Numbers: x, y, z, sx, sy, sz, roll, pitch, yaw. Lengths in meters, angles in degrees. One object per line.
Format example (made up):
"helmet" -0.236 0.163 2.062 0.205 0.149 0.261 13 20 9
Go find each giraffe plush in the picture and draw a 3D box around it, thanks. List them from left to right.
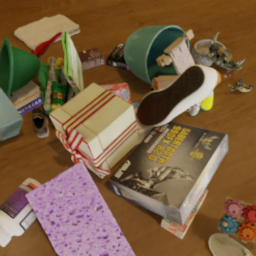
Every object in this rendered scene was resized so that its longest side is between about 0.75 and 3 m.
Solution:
"giraffe plush" -3.037 -2.290 11.356 1.026 0.885 0.832 -9 56 3

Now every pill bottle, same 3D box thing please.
"pill bottle" -2.844 2.181 7.249 0.899 0.899 1.613 25 53 21

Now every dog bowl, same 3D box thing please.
"dog bowl" 3.607 -3.395 12.518 1.558 0.457 1.558 0 48 0

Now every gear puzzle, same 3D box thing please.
"gear puzzle" 2.848 2.157 5.983 1.708 0.885 0.224 16 6 18

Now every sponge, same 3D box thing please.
"sponge" -1.092 2.332 6.591 1.515 0.405 2.716 -29 83 -15

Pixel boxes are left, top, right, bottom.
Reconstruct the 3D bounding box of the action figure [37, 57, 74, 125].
"action figure" -2.577 -1.306 10.266 1.727 0.799 2.924 15 50 -33

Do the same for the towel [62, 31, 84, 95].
"towel" -1.945 -2.084 9.785 0.337 2.194 1.637 -8 76 1

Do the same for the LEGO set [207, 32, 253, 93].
"LEGO set" 3.937 -2.553 11.433 1.895 0.827 2.918 18 54 -21

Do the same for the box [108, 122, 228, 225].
"box" 1.190 1.038 7.973 2.266 0.692 2.861 15 48 38

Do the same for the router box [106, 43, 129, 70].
"router box" -0.205 -3.170 12.372 1.047 0.359 1.404 17 50 14

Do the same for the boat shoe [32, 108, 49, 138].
"boat shoe" -3.056 -0.274 9.697 0.517 0.509 1.388 -19 51 -16

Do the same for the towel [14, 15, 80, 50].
"towel" -3.912 -4.748 13.706 2.746 0.473 1.819 -34 56 -26

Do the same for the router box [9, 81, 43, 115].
"router box" -4.045 -1.157 10.577 1.495 0.365 1.342 -36 58 -28

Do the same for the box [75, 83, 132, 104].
"box" -0.828 -0.973 9.626 1.697 0.810 0.846 0 29 32

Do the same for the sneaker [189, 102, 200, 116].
"sneaker" 2.076 -1.140 9.997 0.939 0.522 1.342 12 71 -36

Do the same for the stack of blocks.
"stack of blocks" 1.445 2.122 7.613 0.839 0.427 1.457 27 53 22

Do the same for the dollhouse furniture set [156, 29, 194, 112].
"dollhouse furniture set" 2.199 -2.011 9.877 2.357 2.010 1.151 -46 32 -22

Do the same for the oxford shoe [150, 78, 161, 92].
"oxford shoe" 0.873 -1.373 9.296 0.298 0.292 0.819 -4 47 -8

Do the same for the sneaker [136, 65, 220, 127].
"sneaker" 1.492 -0.813 8.355 1.233 2.913 1.061 -8 74 -42

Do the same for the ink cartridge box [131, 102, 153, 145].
"ink cartridge box" 0.254 -0.171 9.568 0.955 0.560 1.322 -25 54 -20

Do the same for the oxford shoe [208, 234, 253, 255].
"oxford shoe" 2.811 3.257 6.505 0.790 0.607 2.102 -33 54 -22

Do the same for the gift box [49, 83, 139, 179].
"gift box" -0.881 0.136 7.871 1.930 1.907 2.066 -41 50 -22

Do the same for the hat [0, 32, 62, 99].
"hat" -3.361 -2.142 10.235 2.219 2.520 2.088 -1 33 -35

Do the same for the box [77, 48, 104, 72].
"box" -1.853 -2.894 12.023 1.458 0.546 0.730 -24 53 -17

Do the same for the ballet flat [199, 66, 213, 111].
"ballet flat" 2.907 -1.608 10.696 0.687 0.689 2.055 12 50 -7

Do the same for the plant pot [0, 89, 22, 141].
"plant pot" -4.248 -0.239 8.601 1.309 1.285 1.281 -34 85 -36

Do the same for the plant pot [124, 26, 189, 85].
"plant pot" 0.938 -2.904 10.983 2.299 2.299 1.845 -32 40 -25
